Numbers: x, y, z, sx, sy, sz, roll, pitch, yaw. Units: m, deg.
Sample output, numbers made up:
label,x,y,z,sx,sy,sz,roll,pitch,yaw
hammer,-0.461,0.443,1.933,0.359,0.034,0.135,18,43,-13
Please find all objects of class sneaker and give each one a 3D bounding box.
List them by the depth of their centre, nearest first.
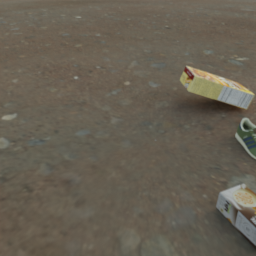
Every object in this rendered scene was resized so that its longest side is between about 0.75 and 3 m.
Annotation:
label,x,y,z,sx,sy,sz,roll,pitch,yaw
sneaker,4.150,0.366,9.100,0.621,0.831,1.851,-8,33,-12

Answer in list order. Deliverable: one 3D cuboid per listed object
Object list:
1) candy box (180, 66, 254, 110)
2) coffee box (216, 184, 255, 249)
label,x,y,z,sx,sy,sz,roll,pitch,yaw
candy box,3.618,-1.680,11.601,2.645,0.731,1.527,14,25,-11
coffee box,2.907,2.081,6.636,0.819,0.571,1.432,-13,35,-20
